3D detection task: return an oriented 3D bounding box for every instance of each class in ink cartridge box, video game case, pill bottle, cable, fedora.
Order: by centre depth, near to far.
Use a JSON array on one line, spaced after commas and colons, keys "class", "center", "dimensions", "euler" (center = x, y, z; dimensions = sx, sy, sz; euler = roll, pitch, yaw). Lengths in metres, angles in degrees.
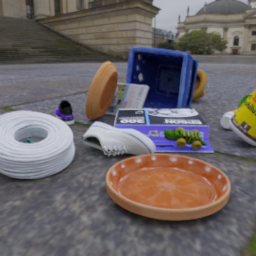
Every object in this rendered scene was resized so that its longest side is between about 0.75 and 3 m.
[{"class": "cable", "center": [-2.348, 0.336, 6.807], "dimensions": [2.064, 0.714, 2.063], "euler": [-7, 37, -27]}, {"class": "pill bottle", "center": [4.024, -0.609, 8.007], "dimensions": [1.198, 2.192, 1.198], "euler": [26, 27, -15]}, {"class": "ink cartridge box", "center": [0.997, -0.008, 9.089], "dimensions": [2.918, 0.639, 2.945], "euler": [0, 18, 0]}, {"class": "pill bottle", "center": [3.812, -0.300, 10.056], "dimensions": [1.146, 0.626, 0.626], "euler": [-15, 22, -40]}, {"class": "video game case", "center": [-0.236, -1.184, 11.862], "dimensions": [2.055, 1.471, 0.185], "euler": [12, -13, 35]}, {"class": "fedora", "center": [3.503, -2.138, 15.111], "dimensions": [0.892, 2.187, 2.187], "euler": [32, -3, -33]}]

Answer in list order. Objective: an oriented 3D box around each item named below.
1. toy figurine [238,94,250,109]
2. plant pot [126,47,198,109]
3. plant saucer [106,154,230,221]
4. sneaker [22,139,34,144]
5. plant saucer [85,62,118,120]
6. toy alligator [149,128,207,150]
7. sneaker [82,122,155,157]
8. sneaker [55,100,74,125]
[{"class": "toy figurine", "center": [5.223, -0.569, 10.751], "dimensions": [1.349, 1.100, 1.466], "euler": [5, 36, -17]}, {"class": "plant pot", "center": [1.618, -2.086, 12.538], "dimensions": [2.678, 2.679, 2.408], "euler": [14, 16, 28]}, {"class": "plant saucer", "center": [0.764, 1.135, 5.635], "dimensions": [2.417, 0.390, 2.417], "euler": [1, 17, 0]}, {"class": "sneaker", "center": [-2.642, 0.564, 7.107], "dimensions": [1.391, 0.635, 0.540], "euler": [0, 18, 1]}, {"class": "plant saucer", "center": [-0.956, -1.386, 10.970], "dimensions": [0.442, 2.363, 2.363], "euler": [21, 20, 9]}, {"class": "toy alligator", "center": [1.433, 0.221, 7.798], "dimensions": [1.691, 0.406, 0.560], "euler": [9, 47, -6]}, {"class": "sneaker", "center": [-0.308, 0.462, 7.554], "dimensions": [2.167, 0.791, 0.767], "euler": [13, 49, 35]}, {"class": "sneaker", "center": [-2.508, -0.725, 11.087], "dimensions": [0.591, 0.845, 1.700], "euler": [-9, 20, -24]}]
